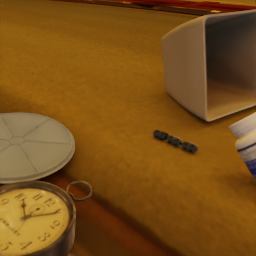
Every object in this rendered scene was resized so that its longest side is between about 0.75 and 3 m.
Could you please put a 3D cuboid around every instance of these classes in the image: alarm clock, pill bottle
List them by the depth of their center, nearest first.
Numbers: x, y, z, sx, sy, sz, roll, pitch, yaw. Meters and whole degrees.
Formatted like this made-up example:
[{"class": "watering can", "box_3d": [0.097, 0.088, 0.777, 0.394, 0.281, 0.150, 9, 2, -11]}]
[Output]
[{"class": "alarm clock", "box_3d": [-1.494, 1.521, 4.588, 1.592, 0.785, 2.360, 26, 36, 30]}, {"class": "pill bottle", "box_3d": [2.641, 0.413, 5.590, 0.805, 0.805, 1.345, -22, 79, -31]}]

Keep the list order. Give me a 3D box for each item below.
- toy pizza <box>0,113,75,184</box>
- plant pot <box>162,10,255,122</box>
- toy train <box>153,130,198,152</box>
[{"class": "toy pizza", "box_3d": [-2.551, 0.437, 6.451, 2.596, 0.411, 2.596, 8, 32, -5]}, {"class": "plant pot", "box_3d": [2.545, -2.068, 8.827, 2.761, 2.757, 2.444, -17, 22, -26]}, {"class": "toy train", "box_3d": [1.204, 0.323, 7.093, 1.264, 0.216, 0.289, 23, 16, 32]}]
